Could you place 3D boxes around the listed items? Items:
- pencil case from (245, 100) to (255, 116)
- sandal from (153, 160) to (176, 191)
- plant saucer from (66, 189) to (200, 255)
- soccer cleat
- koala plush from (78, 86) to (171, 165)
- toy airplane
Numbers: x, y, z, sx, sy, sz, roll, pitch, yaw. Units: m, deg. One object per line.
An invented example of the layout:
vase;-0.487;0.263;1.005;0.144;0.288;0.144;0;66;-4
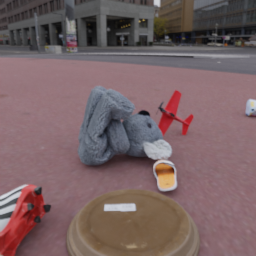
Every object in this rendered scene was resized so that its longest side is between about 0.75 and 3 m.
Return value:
pencil case;5.995;-0.830;12.058;1.733;0.721;0.786;3;2;5
sandal;0.919;1.058;6.887;0.567;0.424;1.480;-10;13;2
plant saucer;0.087;1.793;5.113;2.412;0.355;2.412;0;19;0
soccer cleat;-2.271;1.813;4.425;1.133;0.913;2.659;-13;19;18
koala plush;-0.051;0.194;8.005;2.376;2.183;2.107;16;7;-22
toy airplane;1.636;-0.323;9.741;1.791;1.791;0.329;-12;19;-32
